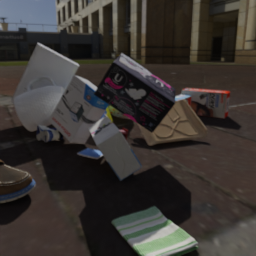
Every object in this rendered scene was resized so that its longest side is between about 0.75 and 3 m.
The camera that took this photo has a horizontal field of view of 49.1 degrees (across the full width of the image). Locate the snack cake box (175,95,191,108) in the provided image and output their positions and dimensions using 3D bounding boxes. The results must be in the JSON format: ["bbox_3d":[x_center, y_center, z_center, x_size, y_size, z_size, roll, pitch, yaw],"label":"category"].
[{"bbox_3d":[2.189,-0.867,11.949,0.523,0.896,1.558,8,18,31],"label":"snack cake box"}]

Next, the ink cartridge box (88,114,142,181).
[{"bbox_3d":[-0.424,0.401,7.106,0.638,1.083,1.881,-32,21,-5],"label":"ink cartridge box"}]

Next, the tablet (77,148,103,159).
[{"bbox_3d":[-0.990,0.710,7.700,0.579,0.061,0.889,12,7,9],"label":"tablet"}]

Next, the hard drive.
[{"bbox_3d":[-3.313,-1.766,11.100,1.710,2.591,0.329,26,19,-21],"label":"hard drive"}]

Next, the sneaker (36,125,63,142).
[{"bbox_3d":[-2.530,0.219,9.187,0.691,0.483,1.196,2,8,-37],"label":"sneaker"}]

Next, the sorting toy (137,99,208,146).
[{"bbox_3d":[1.197,-0.491,9.855,2.102,0.419,2.844,-9,45,-17],"label":"sorting toy"}]

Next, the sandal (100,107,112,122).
[{"bbox_3d":[-1.748,-0.544,10.802,1.290,1.178,2.964,-33,30,-30],"label":"sandal"}]

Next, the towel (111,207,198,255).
[{"bbox_3d":[0.402,1.701,4.554,0.931,0.143,1.220,-9,17,-27],"label":"towel"}]

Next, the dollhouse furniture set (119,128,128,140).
[{"bbox_3d":[-0.501,0.136,9.257,0.505,0.382,0.938,-4,18,-41],"label":"dollhouse furniture set"}]

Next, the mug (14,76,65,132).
[{"bbox_3d":[-3.024,-1.001,10.059,1.632,1.861,1.374,-21,-17,2],"label":"mug"}]

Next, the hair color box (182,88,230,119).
[{"bbox_3d":[3.400,-1.118,12.462,1.986,1.101,0.635,9,19,31],"label":"hair color box"}]

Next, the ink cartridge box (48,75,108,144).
[{"bbox_3d":[-1.510,-0.547,8.689,1.255,1.714,0.736,39,12,27],"label":"ink cartridge box"}]

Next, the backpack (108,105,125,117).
[{"bbox_3d":[-0.294,-0.991,11.713,1.251,0.964,1.192,-5,-17,24],"label":"backpack"}]

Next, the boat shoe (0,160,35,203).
[{"bbox_3d":[-3.188,0.903,5.834,2.591,0.938,0.936,3,18,13],"label":"boat shoe"}]

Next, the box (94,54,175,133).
[{"bbox_3d":[0.248,-0.997,7.616,1.884,1.081,1.245,34,27,-7],"label":"box"}]
